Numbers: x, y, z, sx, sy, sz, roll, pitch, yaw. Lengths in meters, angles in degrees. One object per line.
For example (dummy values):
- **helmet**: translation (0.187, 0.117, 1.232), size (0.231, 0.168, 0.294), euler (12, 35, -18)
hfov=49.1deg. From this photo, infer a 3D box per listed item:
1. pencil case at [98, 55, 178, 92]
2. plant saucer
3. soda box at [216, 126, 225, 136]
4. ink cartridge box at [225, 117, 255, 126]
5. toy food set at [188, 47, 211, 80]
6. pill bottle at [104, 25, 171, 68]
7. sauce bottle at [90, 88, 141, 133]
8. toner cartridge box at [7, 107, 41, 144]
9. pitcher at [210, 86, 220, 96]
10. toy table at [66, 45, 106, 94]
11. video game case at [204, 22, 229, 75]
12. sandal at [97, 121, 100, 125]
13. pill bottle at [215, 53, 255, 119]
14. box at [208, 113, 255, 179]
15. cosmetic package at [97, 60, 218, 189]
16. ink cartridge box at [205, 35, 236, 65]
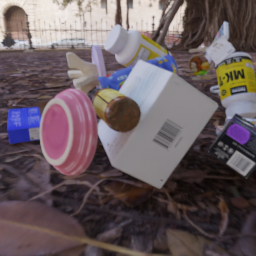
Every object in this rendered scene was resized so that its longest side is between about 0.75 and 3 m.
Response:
- **pencil case**: translation (0.362, -1.603, 9.739), size (2.820, 1.225, 1.100), euler (-22, -4, -10)
- **plant saucer**: translation (-1.485, 0.098, 6.481), size (0.514, 2.030, 2.030), euler (1, 14, -42)
- **soda box**: translation (3.635, 0.249, 10.554), size (0.357, 0.332, 1.044), euler (1, 21, 1)
- **ink cartridge box**: translation (3.944, 0.314, 9.039), size (1.627, 1.201, 0.697), euler (8, 10, 21)
- **toy food set**: translation (2.629, -2.332, 10.400), size (0.843, 1.221, 0.245), euler (2, 28, 33)
- **pill bottle**: translation (0.396, -3.024, 11.309), size (2.582, 1.437, 1.437), euler (23, 7, -31)
- **sauce bottle**: translation (-0.465, -0.596, 7.187), size (0.863, 0.863, 2.613), euler (-6, 18, -16)
- **toner cartridge box**: translation (-4.159, -0.177, 11.348), size (1.271, 0.577, 2.675), euler (-6, 21, -19)
- **pitcher**: translation (4.428, -1.837, 12.838), size (1.146, 0.810, 1.336), euler (8, -13, 7)
- **toy table**: translation (-1.950, -2.478, 13.219), size (1.512, 2.583, 2.374), euler (-13, 16, -15)
- **video game case**: translation (3.704, -3.371, 11.840), size (0.223, 1.771, 1.943), euler (25, 39, 1)
- **sandal**: translation (-0.216, -0.232, 11.227), size (2.309, 0.623, 0.927), euler (2, 25, 24)
- **pill bottle**: translation (4.008, -1.455, 10.241), size (1.289, 2.256, 1.289), euler (-4, -16, -1)
- **box**: translation (3.161, 0.415, 7.875), size (1.217, 1.056, 1.991), euler (37, 22, 15)
- **cosmetic package**: translation (0.573, -0.270, 7.984), size (1.639, 2.658, 2.666), euler (29, 9, -22)
- **ink cartridge box**: translation (3.236, -2.726, 9.849), size (0.784, 0.681, 0.171), euler (-39, -8, 35)
